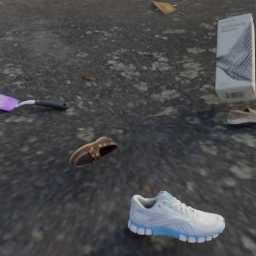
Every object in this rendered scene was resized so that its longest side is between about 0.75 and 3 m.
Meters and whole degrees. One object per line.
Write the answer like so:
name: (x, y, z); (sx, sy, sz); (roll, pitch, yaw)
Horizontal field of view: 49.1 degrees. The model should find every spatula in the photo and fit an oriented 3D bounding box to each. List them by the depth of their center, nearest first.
spatula: (-2.912, -0.710, 8.279); (2.355, 0.242, 0.666); (3, 37, 4)

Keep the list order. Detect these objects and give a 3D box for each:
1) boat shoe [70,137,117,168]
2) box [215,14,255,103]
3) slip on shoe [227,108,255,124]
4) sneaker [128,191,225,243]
boat shoe: (-0.696, 0.520, 5.861); (0.380, 0.380, 1.081); (31, 47, 32)
box: (3.198, -2.056, 8.315); (1.033, 0.859, 2.514); (-5, 65, 28)
slip on shoe: (3.267, -0.356, 7.558); (1.208, 0.366, 0.459); (-5, 12, -6)
sneaker: (0.765, 1.409, 4.631); (1.603, 0.695, 0.601); (0, 11, 13)
